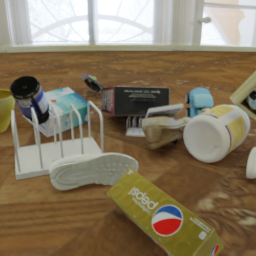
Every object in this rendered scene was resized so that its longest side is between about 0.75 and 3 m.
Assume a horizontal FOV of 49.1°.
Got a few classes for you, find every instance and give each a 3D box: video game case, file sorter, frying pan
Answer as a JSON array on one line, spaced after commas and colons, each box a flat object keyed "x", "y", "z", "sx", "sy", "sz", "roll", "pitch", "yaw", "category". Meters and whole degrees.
[{"x": 1.016, "y": -0.434, "z": 8.190, "sx": 0.957, "sy": 0.120, "sz": 1.337, "roll": -9, "pitch": -9, "yaw": -2, "category": "video game case"}, {"x": 0.413, "y": -0.076, "z": 9.663, "sx": 0.904, "sy": 0.563, "sz": 0.627, "roll": 2, "pitch": 21, "yaw": 8, "category": "file sorter"}, {"x": -1.469, "y": -2.021, "z": 13.694, "sx": 1.560, "sy": 0.944, "sz": 0.254, "roll": 23, "pitch": 70, "yaw": 20, "category": "frying pan"}, {"x": -1.966, "y": 0.206, "z": 7.738, "sx": 2.334, "sy": 1.453, "sz": 1.620, "roll": -9, "pitch": 22, "yaw": -19, "category": "file sorter"}]

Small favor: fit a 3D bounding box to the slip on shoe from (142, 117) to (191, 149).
[{"x": 1.316, "y": 0.130, "z": 8.794, "sx": 1.087, "sy": 0.866, "sz": 2.860, "roll": -7, "pitch": -3, "yaw": 26, "category": "slip on shoe"}]

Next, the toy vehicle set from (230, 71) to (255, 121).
[{"x": 4.427, "y": -0.662, "z": 7.480, "sx": 2.974, "sy": 1.848, "sz": 0.394, "roll": 29, "pitch": 25, "yaw": -22, "category": "toy vehicle set"}]

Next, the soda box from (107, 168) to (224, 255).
[{"x": 0.541, "y": 1.563, "z": 4.897, "sx": 0.709, "sy": 0.670, "sz": 2.094, "roll": -45, "pitch": 39, "yaw": -14, "category": "soda box"}]

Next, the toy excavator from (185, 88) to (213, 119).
[{"x": 2.749, "y": -0.640, "z": 10.305, "sx": 0.969, "sy": 1.886, "sz": 1.940, "roll": -1, "pitch": -6, "yaw": 2, "category": "toy excavator"}]

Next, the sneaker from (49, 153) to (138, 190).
[{"x": -0.817, "y": 0.913, "z": 6.793, "sx": 2.131, "sy": 0.814, "sz": 0.858, "roll": 0, "pitch": 13, "yaw": -16, "category": "sneaker"}]

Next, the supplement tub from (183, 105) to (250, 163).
[{"x": 2.617, "y": 0.091, "z": 8.127, "sx": 1.351, "sy": 1.351, "sz": 1.859, "roll": 18, "pitch": 28, "yaw": 39, "category": "supplement tub"}]

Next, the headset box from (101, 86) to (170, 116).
[{"x": 0.205, "y": -0.994, "z": 10.367, "sx": 2.002, "sy": 1.039, "sz": 2.690, "roll": -1, "pitch": 5, "yaw": -14, "category": "headset box"}]

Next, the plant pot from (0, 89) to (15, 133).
[{"x": -4.839, "y": -0.508, "z": 9.752, "sx": 1.831, "sy": 1.300, "sz": 1.831, "roll": 1, "pitch": 21, "yaw": 0, "category": "plant pot"}]

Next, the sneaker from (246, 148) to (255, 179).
[{"x": 3.723, "y": 0.869, "z": 7.092, "sx": 1.065, "sy": 0.679, "sz": 1.842, "roll": 13, "pitch": 23, "yaw": 37, "category": "sneaker"}]

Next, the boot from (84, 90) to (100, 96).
[{"x": -1.912, "y": -1.881, "z": 14.801, "sx": 0.871, "sy": 0.315, "sz": 0.724, "roll": -6, "pitch": 10, "yaw": -12, "category": "boot"}]

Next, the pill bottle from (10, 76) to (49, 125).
[{"x": -2.859, "y": -0.762, "z": 8.372, "sx": 0.836, "sy": 1.495, "sz": 0.836, "roll": -1, "pitch": 57, "yaw": 1, "category": "pill bottle"}]

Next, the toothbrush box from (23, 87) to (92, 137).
[{"x": -2.545, "y": -0.634, "z": 10.173, "sx": 1.448, "sy": 0.844, "sz": 1.978, "roll": 36, "pitch": 37, "yaw": 25, "category": "toothbrush box"}]

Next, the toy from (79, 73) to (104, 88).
[{"x": -1.730, "y": -2.351, "z": 13.994, "sx": 0.748, "sy": 1.300, "sz": 0.307, "roll": -11, "pitch": 45, "yaw": 60, "category": "toy"}]
